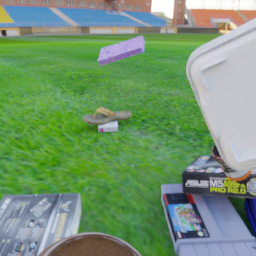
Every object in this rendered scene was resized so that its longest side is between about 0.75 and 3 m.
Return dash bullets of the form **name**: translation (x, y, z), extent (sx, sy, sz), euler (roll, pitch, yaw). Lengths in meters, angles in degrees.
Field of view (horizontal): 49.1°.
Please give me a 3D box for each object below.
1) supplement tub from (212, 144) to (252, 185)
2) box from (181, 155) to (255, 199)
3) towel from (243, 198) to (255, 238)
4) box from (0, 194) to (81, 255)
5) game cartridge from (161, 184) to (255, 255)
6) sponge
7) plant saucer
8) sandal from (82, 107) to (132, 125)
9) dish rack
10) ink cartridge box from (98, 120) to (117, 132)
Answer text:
- **supplement tub**: translation (1.944, 0.646, 5.142), extent (0.498, 0.932, 0.498), euler (-29, 32, 20)
- **box**: translation (2.500, 1.127, 7.006), extent (1.838, 0.508, 2.294), euler (-3, 4, 26)
- **towel**: translation (3.961, 2.068, 5.813), extent (2.684, 0.665, 1.982), euler (2, 26, 8)
- **box**: translation (-1.962, 2.183, 5.539), extent (1.786, 0.545, 2.256), euler (-1, 23, -2)
- **game cartridge**: translation (1.648, 2.011, 6.175), extent (1.584, 0.469, 2.443), euler (2, 22, -5)
- **sponge**: translation (-0.268, -3.070, 11.128), extent (1.846, 0.275, 1.030), euler (-13, 40, 18)
- **plant saucer**: translation (-0.513, 2.492, 4.287), extent (2.309, 0.398, 2.309), euler (11, 30, -7)
- **sandal**: translation (-0.855, -0.582, 11.522), extent (2.162, 0.584, 0.868), euler (-10, 24, -24)
- **dish rack**: translation (1.936, -0.442, 3.415), extent (2.289, 1.965, 0.498), euler (-21, 6, 34)
- **ink cartridge box**: translation (-0.849, -0.181, 11.632), extent (0.767, 0.270, 1.286), euler (-2, 25, -5)
